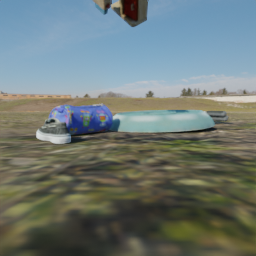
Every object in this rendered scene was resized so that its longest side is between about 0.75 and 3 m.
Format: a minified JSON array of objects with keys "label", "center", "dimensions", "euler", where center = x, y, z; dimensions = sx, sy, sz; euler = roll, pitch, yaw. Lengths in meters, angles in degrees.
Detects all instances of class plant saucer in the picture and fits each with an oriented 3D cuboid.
[{"label":"plant saucer","center":[0.842,-0.242,7.615],"dimensions":[2.904,0.398,2.904],"euler":[-3,7,0]}]

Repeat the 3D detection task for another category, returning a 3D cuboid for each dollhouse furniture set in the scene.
[{"label":"dollhouse furniture set","center":[-0.239,-2.812,5.713],"dimensions":[1.565,1.556,2.220],"euler":[-34,-23,-16]}]

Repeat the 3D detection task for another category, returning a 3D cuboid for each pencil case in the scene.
[{"label":"pencil case","center":[-0.967,-0.201,6.083],"dimensions":[0.604,0.672,1.548],"euler":[13,12,33]}]

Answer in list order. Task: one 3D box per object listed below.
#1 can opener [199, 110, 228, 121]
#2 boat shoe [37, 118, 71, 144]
[{"label":"can opener","center":[3.676,-0.499,12.688],"dimensions":[0.589,0.466,1.771],"euler":[-43,24,-26]},{"label":"boat shoe","center":[-1.268,0.019,4.829],"dimensions":[0.407,0.400,1.128],"euler":[-3,5,-37]}]
